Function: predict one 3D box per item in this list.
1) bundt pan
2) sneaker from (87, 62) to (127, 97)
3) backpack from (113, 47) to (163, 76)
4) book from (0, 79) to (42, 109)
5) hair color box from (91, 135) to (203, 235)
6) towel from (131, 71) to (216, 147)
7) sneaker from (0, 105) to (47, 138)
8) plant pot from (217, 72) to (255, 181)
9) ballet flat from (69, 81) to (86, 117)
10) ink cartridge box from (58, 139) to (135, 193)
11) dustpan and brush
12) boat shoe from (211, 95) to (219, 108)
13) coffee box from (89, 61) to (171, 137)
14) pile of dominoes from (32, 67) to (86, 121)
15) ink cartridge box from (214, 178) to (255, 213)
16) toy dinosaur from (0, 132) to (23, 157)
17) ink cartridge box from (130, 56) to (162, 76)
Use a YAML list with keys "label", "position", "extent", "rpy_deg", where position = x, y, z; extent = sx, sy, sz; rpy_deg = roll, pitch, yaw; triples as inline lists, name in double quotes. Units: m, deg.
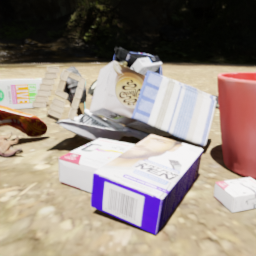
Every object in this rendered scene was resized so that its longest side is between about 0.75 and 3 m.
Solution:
- label: "bundt pan"
  position: [-1.966, -1.419, 9.712]
  extent: [0.505, 1.346, 1.346]
  rpy_deg: [-22, 25, -28]
- label: "sneaker"
  position: [-0.811, -2.113, 13.128]
  extent: [0.967, 1.114, 2.514]
  rpy_deg: [12, 56, 51]
- label: "backpack"
  position: [0.524, -2.760, 15.222]
  extent: [2.686, 2.820, 2.172]
  rpy_deg: [10, 6, 20]
- label: "book"
  position: [-4.947, -1.572, 12.901]
  extent: [2.016, 1.347, 0.484]
  rpy_deg: [-7, 15, -20]
- label: "hair color box"
  position: [0.482, 0.902, 5.414]
  extent: [1.277, 0.757, 2.337]
  rpy_deg: [16, 20, 25]
- label: "towel"
  position: [1.298, -0.530, 7.621]
  extent: [2.181, 1.602, 0.260]
  rpy_deg: [21, -21, -7]
- label: "sneaker"
  position: [-3.234, -0.270, 8.265]
  extent: [1.918, 0.700, 0.740]
  rpy_deg: [29, 7, -43]
- label: "plant pot"
  position: [3.209, -0.096, 6.423]
  extent: [2.468, 2.184, 2.468]
  rpy_deg: [-1, 16, 0]
- label: "ballet flat"
  position: [-1.959, -1.115, 10.834]
  extent: [0.616, 1.702, 0.577]
  rpy_deg: [2, -8, -21]
- label: "ink cartridge box"
  position: [-0.628, 0.786, 6.189]
  extent: [1.097, 0.637, 1.487]
  rpy_deg: [9, 20, 28]
- label: "dustpan and brush"
  position: [-0.430, 0.068, 8.125]
  extent: [2.872, 0.822, 2.004]
  rpy_deg: [28, 10, 4]
- label: "boat shoe"
  position: [5.181, -1.373, 12.723]
  extent: [2.910, 1.067, 1.084]
  rpy_deg: [8, 18, 26]
- label: "coffee box"
  position: [0.277, -0.732, 8.157]
  extent: [2.439, 1.379, 0.974]
  rpy_deg: [20, -15, -27]
- label: "pile of dominoes"
  position: [-1.865, -0.926, 7.579]
  extent: [1.145, 1.469, 0.234]
  rpy_deg: [24, -28, -23]
- label: "ink cartridge box"
  position: [2.112, 1.228, 5.215]
  extent: [0.804, 0.333, 0.589]
  rpy_deg: [-5, 17, -16]
- label: "toy dinosaur"
  position: [-3.356, 0.517, 7.451]
  extent: [1.199, 0.515, 0.813]
  rpy_deg: [28, 38, 26]
- label: "ink cartridge box"
  position: [0.224, -1.578, 9.048]
  extent: [0.911, 0.359, 1.832]
  rpy_deg: [-20, -16, -41]
